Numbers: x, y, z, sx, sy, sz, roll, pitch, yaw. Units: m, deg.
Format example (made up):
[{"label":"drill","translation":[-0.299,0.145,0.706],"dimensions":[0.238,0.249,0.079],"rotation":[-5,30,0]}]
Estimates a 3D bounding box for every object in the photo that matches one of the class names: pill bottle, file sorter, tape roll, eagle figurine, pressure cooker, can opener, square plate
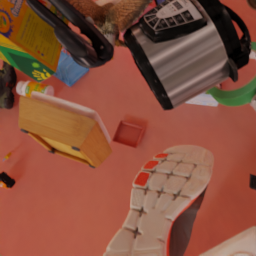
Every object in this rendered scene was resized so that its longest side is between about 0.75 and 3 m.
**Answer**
[{"label":"pill bottle","translation":[-3.114,-1.219,9.349],"dimensions":[1.105,0.614,0.614],"rotation":[14,61,8]},{"label":"file sorter","translation":[-2.286,-2.365,9.871],"dimensions":[1.453,0.891,1.008],"rotation":[34,66,18]},{"label":"tape roll","translation":[3.011,-1.480,7.671],"dimensions":[1.833,0.440,1.833],"rotation":[-25,49,32]},{"label":"eagle figurine","translation":[-0.581,-2.875,7.382],"dimensions":[2.132,2.810,2.120],"rotation":[-40,84,-6]},{"label":"pressure cooker","translation":[1.451,-1.961,6.764],"dimensions":[2.639,2.357,2.321],"rotation":[-28,100,8]},{"label":"can opener","translation":[-1.169,-2.050,5.426],"dimensions":[0.779,0.967,2.459],"rotation":[-39,68,0]},{"label":"square plate","translation":[2.237,3.861,5.704],"dimensions":[2.671,0.383,2.696],"rotation":[-37,60,18]}]

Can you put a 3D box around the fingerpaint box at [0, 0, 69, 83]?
[{"label":"fingerpaint box","translation":[-2.420,-2.422,6.717],"dimensions":[0.755,1.718,2.060],"rotation":[-19,53,35]}]

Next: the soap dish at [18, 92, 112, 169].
[{"label":"soap dish","translation":[-1.219,0.134,5.775],"dimensions":[1.544,1.963,0.797],"rotation":[18,72,12]}]

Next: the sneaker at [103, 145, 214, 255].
[{"label":"sneaker","translation":[0.536,1.424,4.312],"dimensions":[1.049,1.115,2.722],"rotation":[14,51,34]}]

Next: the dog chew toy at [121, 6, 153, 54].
[{"label":"dog chew toy","translation":[0.702,-3.004,9.922],"dimensions":[1.647,1.647,2.645],"rotation":[-12,67,-7]}]

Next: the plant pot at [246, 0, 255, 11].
[{"label":"plant pot","translation":[3.721,-3.675,7.626],"dimensions":[0.675,0.775,0.775],"rotation":[-34,65,-30]}]

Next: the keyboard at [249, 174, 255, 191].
[{"label":"keyboard","translation":[2.994,1.159,6.188],"dimensions":[0.853,0.088,0.542],"rotation":[19,70,-25]}]

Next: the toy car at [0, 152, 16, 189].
[{"label":"toy car","translation":[-3.496,1.289,8.154],"dimensions":[0.364,0.537,1.094],"rotation":[-36,34,28]}]

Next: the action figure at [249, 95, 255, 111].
[{"label":"action figure","translation":[3.962,-0.937,6.133],"dimensions":[2.490,2.574,1.346],"rotation":[-14,17,22]}]

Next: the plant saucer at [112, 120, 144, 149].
[{"label":"plant saucer","translation":[0.008,0.222,8.779],"dimensions":[0.815,0.150,0.817],"rotation":[17,62,9]}]

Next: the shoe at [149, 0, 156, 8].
[{"label":"shoe","translation":[1.134,-5.743,11.658],"dimensions":[0.955,1.216,2.673],"rotation":[30,64,16]}]

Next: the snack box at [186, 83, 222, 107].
[{"label":"snack box","translation":[2.277,-1.792,9.646],"dimensions":[1.697,0.681,2.012],"rotation":[7,59,3]}]

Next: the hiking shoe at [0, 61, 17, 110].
[{"label":"hiking shoe","translation":[-4.376,-1.518,9.446],"dimensions":[1.000,0.752,1.987],"rotation":[-4,60,-6]}]

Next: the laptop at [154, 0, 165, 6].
[{"label":"laptop","translation":[1.617,-4.140,8.023],"dimensions":[2.765,2.451,1.428],"rotation":[-36,44,-6]}]
